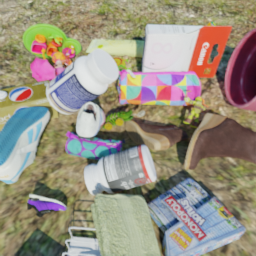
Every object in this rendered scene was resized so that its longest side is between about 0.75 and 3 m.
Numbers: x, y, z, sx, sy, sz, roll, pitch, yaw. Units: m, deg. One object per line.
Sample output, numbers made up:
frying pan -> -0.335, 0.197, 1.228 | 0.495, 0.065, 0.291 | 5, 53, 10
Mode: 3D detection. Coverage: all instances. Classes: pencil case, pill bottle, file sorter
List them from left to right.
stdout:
file sorter -> -1.010, 2.889, 6.100 | 0.829, 0.744, 1.194 | 3, 48, 4
pill bottle -> -1.398, -1.384, 8.533 | 2.170, 1.255, 1.255 | -28, 35, 34
pencil case -> -0.981, 0.573, 8.242 | 1.669, 0.771, 0.710 | 9, 48, 9
pill bottle -> -0.205, 1.143, 7.340 | 1.711, 0.991, 0.991 | -18, 47, 9
pencil case -> 1.005, -1.394, 9.712 | 2.924, 1.292, 1.292 | 1, 47, -2

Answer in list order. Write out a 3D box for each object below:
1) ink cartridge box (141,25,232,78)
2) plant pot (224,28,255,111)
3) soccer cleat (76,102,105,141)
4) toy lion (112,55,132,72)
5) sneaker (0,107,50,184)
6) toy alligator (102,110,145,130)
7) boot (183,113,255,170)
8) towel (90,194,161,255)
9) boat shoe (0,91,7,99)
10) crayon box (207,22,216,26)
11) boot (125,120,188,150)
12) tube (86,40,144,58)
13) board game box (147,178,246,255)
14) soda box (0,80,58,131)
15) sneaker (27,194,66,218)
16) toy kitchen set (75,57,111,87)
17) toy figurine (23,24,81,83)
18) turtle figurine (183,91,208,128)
ink cartridge box -> 1.969, -2.468, 9.980 | 2.920, 2.373, 0.833 | 3, 53, 0
plant pot -> 4.996, -1.748, 9.383 | 2.380, 2.659, 2.659 | 11, 46, -12
soccer cleat -> -1.087, -0.431, 8.637 | 0.775, 0.958, 2.220 | 8, 23, -3
toy lion -> -0.391, -2.599, 11.541 | 0.943, 0.338, 0.984 | -14, 48, -2
sneaker -> -3.092, 0.382, 8.196 | 0.989, 1.044, 2.586 | 9, 48, 18
toy alligator -> -0.226, -0.356, 8.898 | 1.578, 0.379, 0.523 | -21, 28, 22
boot -> 2.840, 0.600, 8.174 | 1.945, 0.846, 2.339 | 25, 55, 17
towel -> 0.001, 2.425, 6.249 | 1.495, 0.368, 2.015 | 6, 52, -31
boat shoe -> -4.277, -1.043, 8.766 | 0.875, 0.286, 0.322 | -13, 47, -12
crayon box -> 3.603, -4.276, 12.526 | 0.258, 0.886, 0.526 | -17, 83, -22
boot -> 0.871, 0.134, 8.925 | 1.400, 0.609, 1.683 | -16, 37, -35
tube -> -0.399, -3.473, 12.127 | 2.734, 0.710, 0.793 | 7, 6, 12
board game box -> 1.362, 2.304, 6.739 | 1.934, 0.597, 1.935 | -26, 52, -23
soda box -> -3.932, -0.638, 9.239 | 2.984, 0.955, 1.011 | -15, 48, -13
sneaker -> -2.104, 2.062, 7.174 | 1.012, 0.352, 0.503 | 14, 69, 1
toy kitchen set -> -1.372, -2.377, 10.725 | 1.421, 1.159, 1.282 | -2, 47, -2
toy figurine -> -2.948, -2.581, 11.014 | 2.340, 1.756, 2.153 | 7, 57, -27
turtle figurine -> 2.251, -0.568, 9.180 | 0.432, 1.342, 1.082 | 11, 80, 46
